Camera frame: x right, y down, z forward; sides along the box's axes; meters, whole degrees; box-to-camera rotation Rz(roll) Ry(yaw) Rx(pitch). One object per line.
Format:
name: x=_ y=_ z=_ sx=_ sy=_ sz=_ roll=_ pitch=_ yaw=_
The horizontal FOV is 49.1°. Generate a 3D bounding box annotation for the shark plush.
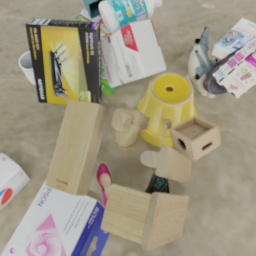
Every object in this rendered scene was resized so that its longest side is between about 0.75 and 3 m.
shark plush: x=2.235 y=-1.925 z=8.314 sx=0.882 sy=0.963 sz=2.119 roll=8 pitch=67 yaw=-7

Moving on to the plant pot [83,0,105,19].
plant pot: x=-1.048 y=-3.967 z=8.355 sx=0.693 sy=0.693 sz=0.981 roll=-27 pitch=78 yaw=-8

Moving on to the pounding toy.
pounding toy: x=1.241 y=0.222 z=6.389 sx=1.100 sy=0.573 sz=1.252 roll=-28 pitch=32 yaw=-17

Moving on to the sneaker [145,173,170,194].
sneaker: x=0.767 y=1.586 z=7.048 sx=0.648 sy=0.617 sz=1.635 roll=25 pitch=56 yaw=9

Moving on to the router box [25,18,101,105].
router box: x=-1.829 y=-1.898 z=8.448 sx=1.974 sy=2.511 sz=0.656 roll=3 pitch=37 yaw=1

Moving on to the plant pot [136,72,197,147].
plant pot: x=1.155 y=-0.624 z=8.238 sx=1.859 sy=1.749 sz=1.859 roll=0 pitch=57 yaw=1

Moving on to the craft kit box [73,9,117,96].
craft kit box: x=-1.142 y=-2.754 z=10.000 sx=2.627 sy=0.637 sz=2.595 roll=27 pitch=64 yaw=3

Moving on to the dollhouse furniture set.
dollhouse furniture set: x=-0.048 y=1.025 z=6.868 sx=2.773 sy=2.260 sz=2.637 roll=9 pitch=81 yaw=29

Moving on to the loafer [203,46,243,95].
loafer: x=2.891 y=-1.672 z=7.917 sx=2.265 sy=0.814 sz=0.713 roll=-35 pitch=31 yaw=-16

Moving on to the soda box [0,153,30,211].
soda box: x=-3.786 y=1.905 z=7.155 sx=0.801 sy=0.857 sz=2.516 roll=31 pitch=63 yaw=18

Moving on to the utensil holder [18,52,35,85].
utensil holder: x=-3.172 y=-2.010 z=9.562 sx=0.788 sy=0.928 sz=0.788 roll=-2 pitch=63 yaw=4

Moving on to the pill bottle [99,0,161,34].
pill bottle: x=0.080 y=-3.476 z=8.128 sx=1.703 sy=0.943 sz=0.943 roll=-26 pitch=61 yaw=-3

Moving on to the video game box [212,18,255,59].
video game box: x=4.695 y=-2.918 z=10.413 sx=2.339 sy=0.548 sz=2.131 roll=37 pitch=62 yaw=21

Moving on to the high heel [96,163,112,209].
high heel: x=-0.497 y=1.309 z=6.453 sx=0.366 sy=0.521 sz=1.087 roll=4 pitch=67 yaw=-19

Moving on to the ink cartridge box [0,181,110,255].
ink cartridge box: x=-1.627 y=2.610 z=6.959 sx=2.147 sy=0.465 sz=2.108 roll=18 pitch=59 yaw=13

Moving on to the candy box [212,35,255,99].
candy box: x=2.896 y=-1.456 z=6.862 sx=0.915 sy=1.342 sz=0.409 roll=28 pitch=31 yaw=-33

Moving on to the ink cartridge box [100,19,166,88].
ink cartridge box: x=0.021 y=-2.108 z=8.283 sx=0.839 sy=2.004 sz=1.446 roll=-24 pitch=101 yaw=-30
